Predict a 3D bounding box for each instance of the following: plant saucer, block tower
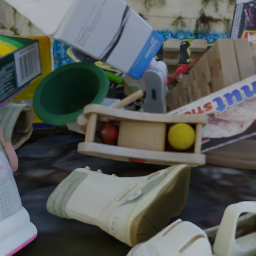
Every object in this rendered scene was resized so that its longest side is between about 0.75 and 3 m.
[{"bbox_3d":[2.078,0.158,5.203,2.773,0.409,2.773,-1,11,0],"label":"plant saucer"},{"bbox_3d":[1.589,-0.729,5.735,0.808,0.864,2.990,-4,-9,-8],"label":"block tower"}]

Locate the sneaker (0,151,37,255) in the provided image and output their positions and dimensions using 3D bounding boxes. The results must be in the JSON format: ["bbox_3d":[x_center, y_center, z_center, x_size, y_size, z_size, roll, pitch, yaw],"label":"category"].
[{"bbox_3d":[-1.642,0.436,2.435,1.979,0.873,0.805,5,12,23],"label":"sneaker"}]

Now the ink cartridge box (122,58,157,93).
[{"bbox_3d":[0.414,-1.419,7.522,0.951,0.694,0.401,-30,19,36],"label":"ink cartridge box"}]

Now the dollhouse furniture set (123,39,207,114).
[{"bbox_3d":[1.178,-1.634,8.390,2.304,2.019,1.531,6,32,13],"label":"dollhouse furniture set"}]

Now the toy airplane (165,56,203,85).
[{"bbox_3d":[1.181,-1.270,6.226,1.110,0.204,1.110,-39,7,5],"label":"toy airplane"}]

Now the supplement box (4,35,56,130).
[{"bbox_3d":[-2.489,-1.127,7.079,1.197,2.186,1.190,-3,10,-12],"label":"supplement box"}]

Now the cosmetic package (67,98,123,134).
[{"bbox_3d":[-0.803,-0.280,6.365,0.815,0.586,1.445,-36,29,-32],"label":"cosmetic package"}]

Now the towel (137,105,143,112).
[{"bbox_3d":[0.305,-0.688,10.229,1.268,0.148,0.967,-5,13,-24],"label":"towel"}]

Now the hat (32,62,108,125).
[{"bbox_3d":[-0.950,-0.315,5.777,1.485,1.578,1.793,-28,51,-5],"label":"hat"}]

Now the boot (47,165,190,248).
[{"bbox_3d":[-0.007,0.599,2.723,1.004,0.468,1.298,6,14,30],"label":"boot"}]

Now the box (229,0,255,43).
[{"bbox_3d":[3.317,-1.503,6.604,1.614,1.859,2.814,7,-25,25],"label":"box"}]

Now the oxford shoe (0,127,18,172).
[{"bbox_3d":[-1.808,0.101,3.455,0.417,1.130,0.400,-23,-19,-50],"label":"oxford shoe"}]

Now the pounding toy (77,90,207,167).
[{"bbox_3d":[0.039,-0.135,3.827,2.059,1.181,1.177,2,-12,23],"label":"pounding toy"}]

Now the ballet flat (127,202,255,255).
[{"bbox_3d":[0.496,0.751,1.722,1.702,0.531,0.574,-6,12,-26],"label":"ballet flat"}]

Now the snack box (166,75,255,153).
[{"bbox_3d":[1.500,-0.206,3.953,2.067,0.743,0.251,-24,-17,29],"label":"snack box"}]

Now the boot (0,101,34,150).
[{"bbox_3d":[-2.680,-0.307,5.392,1.758,0.819,2.273,-1,32,-2],"label":"boot"}]

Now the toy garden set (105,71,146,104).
[{"bbox_3d":[0.673,-1.092,10.040,2.696,0.538,2.247,18,10,-38],"label":"toy garden set"}]

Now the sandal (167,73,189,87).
[{"bbox_3d":[1.317,-1.095,6.983,1.040,0.281,0.418,12,-32,6],"label":"sandal"}]

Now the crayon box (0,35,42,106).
[{"bbox_3d":[-3.287,-0.904,4.623,2.504,0.846,2.902,10,32,8],"label":"crayon box"}]

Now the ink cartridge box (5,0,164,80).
[{"bbox_3d":[-0.828,-2.305,5.895,2.087,1.215,2.886,40,15,26],"label":"ink cartridge box"}]

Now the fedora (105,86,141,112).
[{"bbox_3d":[-0.400,-1.006,9.775,1.845,0.843,1.845,-3,14,1],"label":"fedora"}]

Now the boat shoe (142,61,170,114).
[{"bbox_3d":[0.770,-0.926,7.169,0.657,1.779,0.758,19,51,25],"label":"boat shoe"}]
